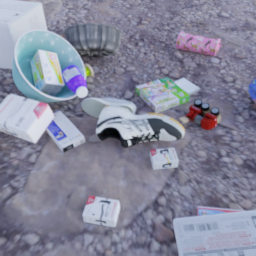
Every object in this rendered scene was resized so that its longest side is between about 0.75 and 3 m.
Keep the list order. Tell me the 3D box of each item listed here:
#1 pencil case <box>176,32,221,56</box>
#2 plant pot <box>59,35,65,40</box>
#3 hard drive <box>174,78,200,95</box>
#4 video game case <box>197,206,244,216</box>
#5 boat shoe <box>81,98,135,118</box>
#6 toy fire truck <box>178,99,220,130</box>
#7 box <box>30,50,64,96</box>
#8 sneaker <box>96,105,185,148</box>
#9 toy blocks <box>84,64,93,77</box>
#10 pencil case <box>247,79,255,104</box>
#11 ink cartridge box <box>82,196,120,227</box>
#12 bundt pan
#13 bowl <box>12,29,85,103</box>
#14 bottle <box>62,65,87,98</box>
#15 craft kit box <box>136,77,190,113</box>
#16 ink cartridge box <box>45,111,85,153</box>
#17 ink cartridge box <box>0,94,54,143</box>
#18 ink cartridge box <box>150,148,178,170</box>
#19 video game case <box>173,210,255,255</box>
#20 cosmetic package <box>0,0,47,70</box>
[{"bbox_3d":[3.469,-4.174,13.901,2.136,0.884,0.924,18,74,18],"label":"pencil case"},{"bbox_3d":[-3.500,-3.132,12.348,2.085,0.962,2.085,-30,14,9],"label":"plant pot"},{"bbox_3d":[2.422,-1.732,11.734,0.640,0.130,0.971,-25,49,-25],"label":"hard drive"},{"bbox_3d":[2.375,2.767,6.765,1.279,0.156,1.789,4,42,5],"label":"video game case"},{"bbox_3d":[-0.694,-0.758,10.356,2.015,0.703,0.718,9,25,12],"label":"boat shoe"},{"bbox_3d":[2.443,-0.331,9.833,1.276,0.821,1.123,-42,51,-16],"label":"toy fire truck"},{"bbox_3d":[-3.102,-2.083,10.685,0.763,0.846,1.505,1,63,-43],"label":"box"},{"bbox_3d":[0.328,0.192,9.132,2.902,1.098,1.272,10,57,18],"label":"sneaker"},{"bbox_3d":[-2.591,-2.250,11.947,1.741,0.632,1.451,-37,58,-27],"label":"toy blocks"},{"bbox_3d":[5.210,-0.887,10.138,1.112,0.999,2.561,16,38,-18],"label":"pencil case"},{"bbox_3d":[-0.682,2.168,7.279,0.838,0.351,0.604,7,43,8],"label":"ink cartridge box"},{"bbox_3d":[-1.568,-3.859,12.764,2.664,1.000,2.664,0,3,0],"label":"bundt pan"},{"bbox_3d":[-3.170,-2.079,10.605,1.473,2.817,2.817,-26,22,43],"label":"bowl"},{"bbox_3d":[-1.945,-1.714,10.400,0.701,0.548,1.679,-34,46,-2],"label":"bottle"},{"bbox_3d":[1.347,-1.345,11.171,1.577,0.382,1.557,-21,49,-21],"label":"craft kit box"},{"bbox_3d":[-2.285,0.085,9.607,0.826,0.323,1.743,-28,52,-25],"label":"ink cartridge box"},{"bbox_3d":[-3.600,-0.341,9.505,1.713,0.726,1.247,17,60,20],"label":"ink cartridge box"},{"bbox_3d":[1.104,0.943,8.649,0.779,0.323,0.568,-5,42,-6],"label":"ink cartridge box"},{"bbox_3d":[2.564,3.010,6.022,2.785,0.325,2.532,-6,42,1],"label":"video game case"},{"bbox_3d":[-5.423,-4.391,13.096,2.253,2.240,2.693,11,44,12],"label":"cosmetic package"}]
